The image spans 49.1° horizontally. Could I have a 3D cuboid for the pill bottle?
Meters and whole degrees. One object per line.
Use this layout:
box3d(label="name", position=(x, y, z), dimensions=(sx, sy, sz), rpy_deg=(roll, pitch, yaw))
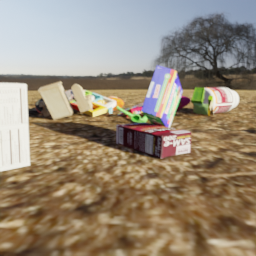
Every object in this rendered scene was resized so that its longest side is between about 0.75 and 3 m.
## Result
box3d(label="pill bottle", position=(4.578, -1.405, 14.392), dimensions=(2.326, 1.314, 1.314), rpy_deg=(-6, 12, -36))

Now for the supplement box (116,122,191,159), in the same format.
box3d(label="supplement box", position=(0.587, 0.259, 7.102), dimensions=(0.988, 0.553, 1.816), rpy_deg=(-7, 13, -36))

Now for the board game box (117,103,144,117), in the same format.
box3d(label="board game box", position=(0.447, -0.739, 12.948), dimensions=(1.875, 0.365, 1.481), rpy_deg=(-20, -6, 8))

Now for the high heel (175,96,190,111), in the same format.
box3d(label="high heel", position=(2.293, -1.249, 15.017), dimensions=(2.413, 0.813, 1.160), rpy_deg=(-14, 5, -4))

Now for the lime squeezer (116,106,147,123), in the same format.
box3d(label="lime squeezer", position=(0.379, -0.533, 11.078), dimensions=(0.381, 0.713, 2.018), rpy_deg=(-23, -14, 40))

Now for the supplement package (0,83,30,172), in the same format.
box3d(label="supplement package", position=(-3.106, -0.103, 5.860), dimensions=(1.191, 1.673, 2.148), rpy_deg=(-7, 12, -42))

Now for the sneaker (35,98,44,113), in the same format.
box3d(label="sneaker", position=(-4.163, -1.120, 14.797), dimensions=(1.108, 0.941, 2.554), rpy_deg=(-23, 5, 23))

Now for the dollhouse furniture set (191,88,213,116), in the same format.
box3d(label="dollhouse furniture set", position=(3.332, -0.935, 12.741), dimensions=(0.967, 0.747, 1.936), rpy_deg=(8, -29, 24))

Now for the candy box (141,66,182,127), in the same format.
box3d(label="candy box", position=(0.930, -0.736, 7.418), dimensions=(0.571, 1.254, 1.483), rpy_deg=(18, -7, 21))

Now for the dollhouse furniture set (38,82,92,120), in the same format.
box3d(label="dollhouse furniture set", position=(-2.805, -1.820, 12.874), dimensions=(2.539, 1.453, 2.977), rpy_deg=(-13, 29, 12))

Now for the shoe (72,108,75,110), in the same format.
box3d(label="shoe", position=(-2.501, -1.315, 16.013), dimensions=(1.624, 0.433, 0.568), rpy_deg=(1, 29, -8))

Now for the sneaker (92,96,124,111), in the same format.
box3d(label="sneaker", position=(-1.408, -1.130, 14.929), dimensions=(2.392, 0.873, 0.923), rpy_deg=(-5, 32, -6))

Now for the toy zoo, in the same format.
box3d(label="toy zoo", position=(-1.827, -1.217, 14.003), dimensions=(2.605, 0.267, 1.709), rpy_deg=(22, 35, 31))
